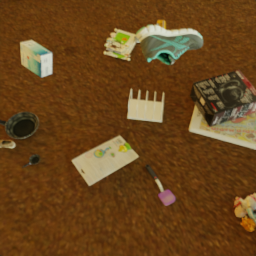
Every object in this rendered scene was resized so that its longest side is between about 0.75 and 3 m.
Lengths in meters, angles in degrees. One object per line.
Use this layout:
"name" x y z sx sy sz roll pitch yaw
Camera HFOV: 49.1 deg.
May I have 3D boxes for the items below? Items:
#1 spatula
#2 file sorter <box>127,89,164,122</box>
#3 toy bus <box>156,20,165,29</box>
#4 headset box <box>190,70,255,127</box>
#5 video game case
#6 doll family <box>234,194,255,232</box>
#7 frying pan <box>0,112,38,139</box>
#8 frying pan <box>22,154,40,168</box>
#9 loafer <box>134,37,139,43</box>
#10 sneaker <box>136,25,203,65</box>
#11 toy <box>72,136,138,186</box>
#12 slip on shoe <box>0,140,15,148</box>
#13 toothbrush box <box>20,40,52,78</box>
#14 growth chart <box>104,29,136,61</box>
"spatula" 1.103 2.026 10.253 0.498 0.181 1.761 -22 58 -16
"file sorter" 0.762 -0.979 11.847 1.481 0.922 1.028 7 57 4
"toy bus" 1.712 -5.193 15.003 0.514 0.427 1.313 5 56 2
"headset box" 4.125 -1.292 11.654 2.449 0.946 1.822 -17 57 -12
"video game case" 4.250 -0.560 11.915 2.838 0.325 2.583 16 58 10
"doll family" 4.481 3.069 8.987 1.504 1.092 2.423 -26 60 -17
"frying pan" -4.789 0.007 11.521 2.231 0.363 1.350 -12 56 -6
"frying pan" -3.665 1.337 10.760 0.439 0.118 0.726 22 60 15
"loafer" 0.803 -4.875 14.735 1.213 0.423 0.424 -36 81 -22
"sneaker" 1.595 -2.901 10.295 2.792 1.083 1.273 -6 83 -25
"toy" -0.843 1.264 10.574 2.179 0.514 1.255 -29 57 -22
"slip on shoe" -5.002 0.615 11.142 0.945 0.286 0.359 6 56 4
"toothbrush box" -3.666 -2.763 11.171 1.317 0.964 0.562 35 43 25
"growth chart" -0.404 -4.359 14.576 1.622 0.199 2.241 14 55 9
